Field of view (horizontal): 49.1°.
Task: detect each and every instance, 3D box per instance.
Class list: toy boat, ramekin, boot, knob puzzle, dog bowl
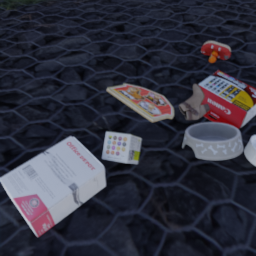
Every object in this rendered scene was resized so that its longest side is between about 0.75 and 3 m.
[{"bbox_3d":[4.514,-3.852,14.654,1.506,0.983,0.984,26,81,23],"label":"toy boat"},{"bbox_3d":[4.741,0.884,9.873,1.240,0.605,1.240,13,40,-11],"label":"ramekin"},{"bbox_3d":[2.305,-0.918,10.164,0.982,0.472,1.343,-18,65,-6],"label":"boot"},{"bbox_3d":[0.657,-0.979,9.145,2.348,0.326,2.348,19,27,-10],"label":"knob puzzle"},{"bbox_3d":[2.843,0.377,9.498,2.020,0.592,2.020,-4,21,2],"label":"dog bowl"}]

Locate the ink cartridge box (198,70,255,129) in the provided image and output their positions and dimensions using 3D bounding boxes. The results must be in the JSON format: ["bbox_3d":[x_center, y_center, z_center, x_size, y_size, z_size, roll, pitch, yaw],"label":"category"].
[{"bbox_3d":[4.127,-1.149,11.844,2.076,0.991,2.364,-36,56,-28],"label":"ink cartridge box"}]

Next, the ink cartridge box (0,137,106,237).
[{"bbox_3d":[-2.298,1.756,8.952,2.666,1.103,1.953,-33,55,-28],"label":"ink cartridge box"}]

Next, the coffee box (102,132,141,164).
[{"bbox_3d":[-0.202,0.693,9.612,0.967,0.969,0.958,7,84,25],"label":"coffee box"}]
